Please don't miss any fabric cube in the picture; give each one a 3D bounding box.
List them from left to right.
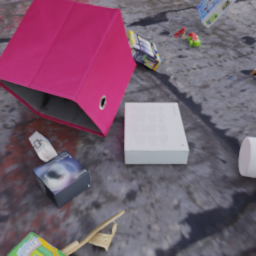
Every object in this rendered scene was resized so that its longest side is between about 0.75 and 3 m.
[{"bbox_3d":[-1.756,-1.840,8.915,2.975,2.919,2.966,17,73,18],"label":"fabric cube"}]

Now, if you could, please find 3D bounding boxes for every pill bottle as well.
[{"bbox_3d":[4.482,0.956,7.529,2.635,1.467,1.467,8,41,8],"label":"pill bottle"}]

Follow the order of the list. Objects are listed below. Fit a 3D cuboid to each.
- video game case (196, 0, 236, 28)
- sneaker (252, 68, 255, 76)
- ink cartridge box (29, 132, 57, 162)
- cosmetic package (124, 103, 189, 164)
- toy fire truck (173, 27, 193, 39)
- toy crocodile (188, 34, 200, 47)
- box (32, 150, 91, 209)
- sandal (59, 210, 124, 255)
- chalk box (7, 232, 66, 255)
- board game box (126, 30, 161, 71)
[{"bbox_3d":[5.071,-7.276,16.280,0.544,2.172,2.396,28,39,-25],"label":"video game case"},{"bbox_3d":[5.990,-1.953,11.763,0.724,0.623,1.711,-43,58,2],"label":"sneaker"},{"bbox_3d":[-2.556,0.637,8.532,0.348,0.595,1.026,-43,50,-3],"label":"ink cartridge box"},{"bbox_3d":[0.822,0.101,9.151,1.875,0.643,2.487,-1,39,1],"label":"cosmetic package"},{"bbox_3d":[2.910,-4.948,14.850,0.922,0.650,0.225,-27,-2,35],"label":"toy fire truck"},{"bbox_3d":[3.500,-4.704,14.883,0.523,0.478,1.548,1,40,1],"label":"toy crocodile"},{"bbox_3d":[-1.797,1.371,7.683,1.128,0.695,1.119,-33,52,-32],"label":"box"},{"bbox_3d":[-0.717,2.630,6.472,1.759,0.645,0.578,-28,79,-19],"label":"sandal"},{"bbox_3d":[-1.951,2.887,5.749,1.474,0.914,0.920,21,44,22],"label":"chalk box"},{"bbox_3d":[0.642,-3.629,13.066,1.550,0.532,1.875,22,36,-22],"label":"board game box"}]
